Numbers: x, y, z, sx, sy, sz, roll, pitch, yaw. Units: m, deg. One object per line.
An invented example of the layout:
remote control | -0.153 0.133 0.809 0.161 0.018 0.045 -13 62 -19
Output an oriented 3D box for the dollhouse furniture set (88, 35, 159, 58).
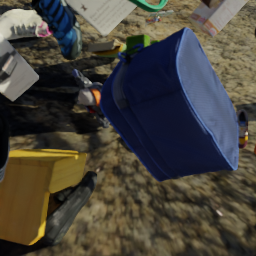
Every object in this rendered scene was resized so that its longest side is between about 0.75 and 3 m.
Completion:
dollhouse furniture set | -0.068 -2.333 9.724 2.401 1.205 1.573 4 5 33

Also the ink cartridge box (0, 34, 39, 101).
ink cartridge box | -3.164 -1.759 6.035 0.944 2.254 1.635 -45 76 -8

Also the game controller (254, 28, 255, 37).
game controller | 4.198 -2.828 7.108 2.065 1.077 0.435 -14 52 -16

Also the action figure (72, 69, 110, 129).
action figure | -0.706 -1.191 8.286 2.069 1.119 2.139 -26 75 -44

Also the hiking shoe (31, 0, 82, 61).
hiking shoe | -1.563 -2.291 5.695 0.711 1.912 0.829 -2 19 47

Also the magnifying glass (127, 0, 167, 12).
magnifying glass | 0.025 -3.494 7.158 2.437 0.970 0.273 -13 1 -30

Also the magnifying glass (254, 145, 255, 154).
magnifying glass | 3.068 -0.386 5.747 1.147 0.323 2.882 39 51 2

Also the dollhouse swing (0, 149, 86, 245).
dollhouse swing | -2.084 1.399 6.267 1.856 1.631 1.686 1 4 23

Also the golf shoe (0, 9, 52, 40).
golf shoe | -4.058 -4.246 11.563 2.937 1.106 1.344 -29 56 -24

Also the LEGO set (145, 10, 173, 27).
LEGO set | 1.001 -3.651 9.371 0.771 0.253 1.032 -11 9 -7

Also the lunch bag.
lunch bag | 0.629 -0.317 4.664 1.590 2.404 1.633 -20 29 34

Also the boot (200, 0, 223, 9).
boot | 1.271 -2.685 5.424 1.291 0.415 1.203 43 14 9

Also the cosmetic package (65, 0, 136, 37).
cosmetic package | -1.105 -4.730 9.255 1.864 2.261 1.865 -40 50 18

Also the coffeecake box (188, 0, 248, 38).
coffeecake box | 2.005 -2.676 6.192 0.424 1.161 0.891 34 19 -27

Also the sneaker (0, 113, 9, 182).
sneaker | -2.467 -0.195 4.471 0.904 1.379 2.396 -12 65 -51

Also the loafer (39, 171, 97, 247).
loafer | -1.309 1.613 6.083 0.649 0.628 1.850 38 54 -5

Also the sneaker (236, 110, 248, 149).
sneaker | 2.331 0.019 5.802 0.303 0.364 0.808 -1 79 13
